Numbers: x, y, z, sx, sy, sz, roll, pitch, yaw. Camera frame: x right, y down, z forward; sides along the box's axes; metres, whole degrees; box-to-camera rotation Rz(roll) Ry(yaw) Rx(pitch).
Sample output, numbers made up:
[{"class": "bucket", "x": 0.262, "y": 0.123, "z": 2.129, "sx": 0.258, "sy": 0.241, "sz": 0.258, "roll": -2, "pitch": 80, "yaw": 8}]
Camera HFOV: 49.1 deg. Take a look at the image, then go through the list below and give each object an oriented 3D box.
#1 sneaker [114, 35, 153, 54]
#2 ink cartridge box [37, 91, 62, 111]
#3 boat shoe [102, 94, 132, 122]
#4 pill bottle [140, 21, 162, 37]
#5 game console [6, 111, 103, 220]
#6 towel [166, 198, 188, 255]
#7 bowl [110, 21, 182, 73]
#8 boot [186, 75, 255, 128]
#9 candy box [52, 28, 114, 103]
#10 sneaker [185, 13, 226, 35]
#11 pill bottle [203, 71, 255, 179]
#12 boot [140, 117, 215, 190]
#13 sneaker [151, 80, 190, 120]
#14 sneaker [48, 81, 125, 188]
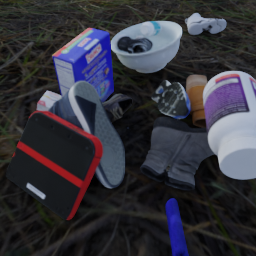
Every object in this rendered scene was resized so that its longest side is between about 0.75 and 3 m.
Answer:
[{"class": "sneaker", "x": 0.449, "y": -2.996, "z": 10.552, "sx": 1.871, "sy": 0.706, "sz": 1.065, "roll": -10, "pitch": 39, "yaw": -41}, {"class": "ink cartridge box", "x": -2.603, "y": -0.903, "z": 9.420, "sx": 0.553, "sy": 0.320, "sz": 0.949, "roll": 21, "pitch": 43, "yaw": -4}, {"class": "boat shoe", "x": -0.481, "y": -0.563, "z": 8.833, "sx": 0.634, "sy": 0.644, "sz": 1.729, "roll": 4, "pitch": 40, "yaw": 40}, {"class": "pill bottle", "x": 0.862, "y": -3.828, "z": 10.830, "sx": 0.531, "sy": 0.531, "sz": 0.959, "roll": 27, "pitch": 32, "yaw": 24}, {"class": "game console", "x": -1.882, "y": 0.820, "z": 6.988, "sx": 2.326, "sy": 2.057, "sz": 0.361, "roll": 26, "pitch": 6, "yaw": 24}, {"class": "towel", "x": 0.947, "y": 2.174, "z": 5.500, "sx": 0.323, "sy": 0.963, "sz": 1.304, "roll": -12, "pitch": 28, "yaw": 7}, {"class": "bowl", "x": 0.779, "y": -2.973, "z": 10.777, "sx": 2.730, "sy": 1.227, "sz": 2.730, "roll": -10, "pitch": 40, "yaw": 8}, {"class": "boot", "x": 3.153, "y": -0.786, "z": 9.118, "sx": 2.566, "sy": 0.945, "sz": 1.985, "roll": 1, "pitch": 52, "yaw": 1}, {"class": "candy box", "x": -1.317, "y": -1.676, "z": 8.918, "sx": 0.873, "sy": 2.265, "sz": 1.915, "roll": 21, "pitch": 49, "yaw": 20}, {"class": "sneaker", "x": 3.671, "y": -5.044, "z": 13.400, "sx": 1.872, "sy": 0.703, "sz": 1.076, "roll": -9, "pitch": 48, "yaw": -4}, {"class": "pill bottle", "x": 2.567, "y": -0.106, "z": 6.622, "sx": 1.403, "sy": 1.403, "sz": 2.518, "roll": 5, "pitch": 44, "yaw": 5}, {"class": "boot", "x": 1.806, "y": 0.866, "z": 7.498, "sx": 2.757, "sy": 0.962, "sz": 1.815, "roll": 11, "pitch": 57, "yaw": 8}, {"class": "sneaker", "x": 1.486, "y": -0.764, "z": 8.423, "sx": 1.079, "sy": 0.950, "sz": 2.420, "roll": 34, "pitch": 14, "yaw": -14}, {"class": "sneaker", "x": -1.291, "y": 0.406, "z": 7.753, "sx": 1.076, "sy": 2.046, "sz": 2.831, "roll": -17, "pitch": 84, "yaw": -48}]
